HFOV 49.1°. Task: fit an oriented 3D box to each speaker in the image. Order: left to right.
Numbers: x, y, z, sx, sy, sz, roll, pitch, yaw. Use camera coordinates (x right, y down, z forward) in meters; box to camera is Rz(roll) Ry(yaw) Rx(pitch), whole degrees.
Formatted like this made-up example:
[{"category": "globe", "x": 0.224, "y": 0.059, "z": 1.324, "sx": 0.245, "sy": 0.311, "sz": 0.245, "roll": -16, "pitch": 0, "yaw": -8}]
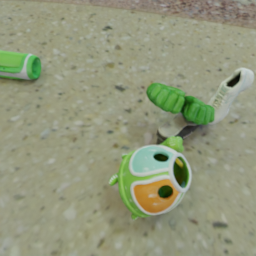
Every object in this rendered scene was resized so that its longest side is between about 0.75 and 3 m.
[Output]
[{"category": "speaker", "x": -4.843, "y": -2.577, "z": 11.351, "sx": 2.423, "sy": 1.072, "sz": 1.072, "roll": 9, "pitch": 50, "yaw": 7}]

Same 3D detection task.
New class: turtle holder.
[{"category": "turtle holder", "x": 0.826, "y": 1.266, "z": 7.364, "sx": 2.315, "sy": 1.644, "sz": 1.759, "roll": -13, "pitch": 81, "yaw": -53}]

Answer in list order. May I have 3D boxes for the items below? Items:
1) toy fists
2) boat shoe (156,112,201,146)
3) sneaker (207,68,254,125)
[{"category": "toy fists", "x": 1.645, "y": -0.744, "z": 8.642, "sx": 2.302, "sy": 0.792, "sz": 1.173, "roll": 22, "pitch": 20, "yaw": -18}, {"category": "boat shoe", "x": 1.695, "y": 0.035, "z": 9.349, "sx": 0.776, "sy": 0.662, "sz": 2.322, "roll": 38, "pitch": 41, "yaw": 27}, {"category": "sneaker", "x": 3.034, "y": -1.027, "z": 8.915, "sx": 0.853, "sy": 2.128, "sz": 0.748, "roll": 4, "pitch": 36, "yaw": -51}]
